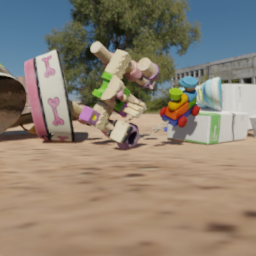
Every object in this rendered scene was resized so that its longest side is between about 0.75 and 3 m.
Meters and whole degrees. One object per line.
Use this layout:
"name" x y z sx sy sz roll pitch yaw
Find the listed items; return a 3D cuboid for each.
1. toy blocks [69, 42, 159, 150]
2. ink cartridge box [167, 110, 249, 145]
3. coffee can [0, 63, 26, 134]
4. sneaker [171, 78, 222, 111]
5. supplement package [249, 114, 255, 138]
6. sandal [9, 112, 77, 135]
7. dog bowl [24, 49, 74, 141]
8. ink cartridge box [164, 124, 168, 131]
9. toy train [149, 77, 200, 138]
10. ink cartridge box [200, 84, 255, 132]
"toy blocks" -0.068 -0.641 7.081 2.273 2.124 1.914 25 -5 35
"ink cartridge box" 2.266 -0.073 7.880 1.915 0.807 1.399 -3 8 -39
"coffee can" -4.398 -1.290 7.431 2.840 2.078 2.078 42 22 21
"sneaker" 1.928 -0.859 8.039 1.450 0.884 2.222 -3 -4 15
"supplement package" 4.432 -0.208 8.460 1.204 0.704 0.706 -22 9 -14
"sandal" -2.855 -0.142 9.510 2.616 0.706 1.051 -6 -8 -13
"dog bowl" -2.082 -0.777 7.447 0.911 2.471 2.471 -10 6 -12
"ink cartridge box" 2.085 -0.048 11.653 0.698 0.328 1.484 1 4 31
"toy train" 1.003 -0.465 6.200 0.652 0.891 1.540 30 50 33
"ink cartridge box" 3.189 -0.657 10.026 1.597 1.604 2.187 -4 4 -31
